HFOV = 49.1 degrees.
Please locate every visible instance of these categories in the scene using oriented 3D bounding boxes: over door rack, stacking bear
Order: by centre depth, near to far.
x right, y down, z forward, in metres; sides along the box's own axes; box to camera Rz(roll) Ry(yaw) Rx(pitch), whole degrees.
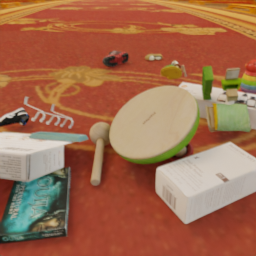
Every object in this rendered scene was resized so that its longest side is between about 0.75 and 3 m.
[{"bbox_3d":[-2.375,-0.384,8.253,1.027,0.463,1.390,15,14,-45],"label":"over door rack"},{"bbox_3d":[4.539,-1.847,10.319,0.761,1.339,0.813,26,39,37],"label":"stacking bear"}]

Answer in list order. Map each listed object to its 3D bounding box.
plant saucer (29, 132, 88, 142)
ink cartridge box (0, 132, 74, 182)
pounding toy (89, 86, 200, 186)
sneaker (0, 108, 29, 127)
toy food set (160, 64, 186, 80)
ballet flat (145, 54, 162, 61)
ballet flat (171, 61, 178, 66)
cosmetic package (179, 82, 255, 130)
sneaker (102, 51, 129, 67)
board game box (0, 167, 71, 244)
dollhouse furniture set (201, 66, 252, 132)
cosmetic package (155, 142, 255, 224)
[{"bbox_3d":[-1.747,0.214,7.025,1.433,0.136,0.501,3,6,17],"label":"plant saucer"},{"bbox_3d":[-2.757,0.565,6.689,2.755,0.600,2.391,3,5,18],"label":"ink cartridge box"},{"bbox_3d":[0.530,0.340,6.981,2.871,1.332,2.216,-26,40,12],"label":"pounding toy"},{"bbox_3d":[-3.331,-0.200,8.258,0.501,0.328,0.896,43,57,13],"label":"sneaker"},{"bbox_3d":[1.872,-2.331,11.354,1.102,0.649,0.360,-1,50,35],"label":"toy food set"},{"bbox_3d":[1.345,-3.637,14.459,0.975,0.335,0.307,-14,44,-21],"label":"ballet flat"},{"bbox_3d":[2.297,-3.092,13.546,0.289,0.273,0.857,-3,30,-5],"label":"ballet flat"},{"bbox_3d":[2.913,-0.792,9.128,2.816,0.713,1.162,14,32,24],"label":"cosmetic package"},{"bbox_3d":[-0.755,-3.382,13.728,0.822,0.595,1.683,23,35,33],"label":"sneaker"},{"bbox_3d":[-1.799,1.468,5.676,1.202,0.250,1.777,-4,30,-7],"label":"board game box"},{"bbox_3d":[2.770,-0.832,7.882,1.179,0.904,1.800,-3,54,8],"label":"dollhouse furniture set"},{"bbox_3d":[1.716,1.069,5.867,2.071,0.767,1.053,-17,34,-24],"label":"cosmetic package"}]
